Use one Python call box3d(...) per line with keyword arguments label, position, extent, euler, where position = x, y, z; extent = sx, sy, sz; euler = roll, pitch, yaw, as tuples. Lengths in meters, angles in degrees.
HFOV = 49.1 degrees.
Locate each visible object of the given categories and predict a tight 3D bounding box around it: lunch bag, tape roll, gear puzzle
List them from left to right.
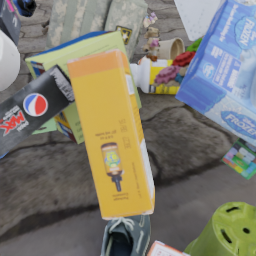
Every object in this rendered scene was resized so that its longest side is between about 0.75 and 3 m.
box3d(label="tape roll", position=(-2.506, -1.193, 4.652), extent=(1.166, 1.166, 0.801), euler=(-2, -3, -3))
box3d(label="lunch bag", position=(-0.862, -2.939, 8.141), extent=(2.575, 2.112, 1.514), euler=(15, 23, -9))
box3d(label="gear puzzle", position=(1.617, -1.659, 5.865), extent=(2.500, 0.327, 1.295), euler=(-44, 31, -26))

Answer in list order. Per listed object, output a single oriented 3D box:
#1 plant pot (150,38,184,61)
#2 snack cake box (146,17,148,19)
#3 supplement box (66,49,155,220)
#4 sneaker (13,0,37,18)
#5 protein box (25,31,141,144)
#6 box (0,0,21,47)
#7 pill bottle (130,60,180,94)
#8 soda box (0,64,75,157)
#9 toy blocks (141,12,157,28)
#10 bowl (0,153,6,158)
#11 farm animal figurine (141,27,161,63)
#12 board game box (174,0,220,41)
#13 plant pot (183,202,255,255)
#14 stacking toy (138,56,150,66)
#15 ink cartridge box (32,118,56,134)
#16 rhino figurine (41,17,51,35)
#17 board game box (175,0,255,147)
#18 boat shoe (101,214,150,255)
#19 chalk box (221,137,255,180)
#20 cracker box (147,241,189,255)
box3d(label="plant pot", position=(1.658, -3.340, 12.428), extent=(1.180, 1.289, 1.289), euler=(15, 38, 36))
box3d(label="snack cake box", position=(-0.214, -4.544, 10.079), extent=(0.669, 1.991, 1.145), euler=(5, 46, 45))
box3d(label="supplement box", position=(-0.192, 0.100, 4.173), extent=(0.778, 2.337, 0.804), euler=(-10, 5, 9))
box3d(label="sneaker", position=(-3.054, -3.677, 8.576), extent=(0.533, 0.479, 1.367), euler=(21, 2, -5))
box3d(label="protein box", position=(-0.939, -0.972, 6.262), extent=(1.795, 1.809, 1.220), euler=(-32, 31, -23))
box3d(label="box", position=(-3.739, -2.671, 7.057), extent=(1.680, 1.027, 0.891), euler=(-2, 64, 1))
box3d(label="pill bottle", position=(1.146, -1.890, 10.381), extent=(2.192, 1.228, 1.228), euler=(2, 38, 3))
box3d(label="soda box", position=(-1.811, -0.197, 4.649), extent=(2.086, 0.660, 0.738), euler=(-37, 18, -5))
box3d(label="toy blocks", position=(0.537, -3.882, 9.758), extent=(0.764, 0.643, 0.714), euler=(-24, 23, 19))
box3d(label="bowl", position=(-4.548, 0.290, 8.191), extent=(2.358, 0.463, 2.358), euler=(0, 37, 0))
box3d(label="farm animal figurine", position=(0.616, -2.299, 7.695), extent=(0.484, 0.928, 0.918), euler=(8, 25, 11))
box3d(label="board game box", position=(2.670, -4.296, 9.017), extent=(2.232, 2.233, 0.289), euler=(-24, -11, 33))
box3d(label="plant pot", position=(1.821, 2.178, 4.785), extent=(1.717, 1.631, 1.717), euler=(-1, 38, 0))
box3d(label="stacking toy", position=(0.690, -2.786, 12.151), extent=(0.756, 0.756, 1.034), euler=(-15, 24, -19))
box3d(label="ink cartridge box", position=(-2.948, -0.378, 9.183), extent=(1.036, 0.341, 1.424), euler=(-11, 37, -14))
box3d(label="rhino figurine", position=(-2.262, -3.405, 9.509), extent=(0.752, 0.514, 1.720), euler=(-24, 5, 15))
box3d(label="board game box", position=(2.285, -0.777, 4.141), extent=(2.563, 0.559, 2.576), euler=(31, 58, -4))
box3d(label="boat shoe", position=(-0.037, 2.142, 5.531), extent=(0.898, 0.762, 2.465), euler=(7, 38, 9))
box3d(label="chalk box", position=(1.874, 0.411, 4.392), extent=(0.514, 0.511, 0.824), euler=(41, 51, 20))
box3d(label="cracker box", position=(1.430, 2.876, 3.639), extent=(2.848, 1.907, 0.821), euler=(18, 41, 22))
